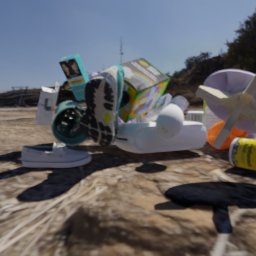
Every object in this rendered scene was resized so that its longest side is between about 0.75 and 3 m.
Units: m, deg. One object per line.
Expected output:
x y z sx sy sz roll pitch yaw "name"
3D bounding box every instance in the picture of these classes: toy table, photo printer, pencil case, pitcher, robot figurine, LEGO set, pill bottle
2.462 -0.468 6.044 1.987 1.827 1.164 21 27 20 "toy table"
0.879 0.277 9.438 2.692 0.935 2.240 -3 3 -20 "photo printer"
-0.931 -0.938 11.020 1.178 2.807 1.200 -33 -29 -3 "pencil case"
1.158 -0.229 8.128 1.077 0.761 1.255 -38 17 46 "pitcher"
3.305 0.194 9.445 0.932 1.150 1.598 36 -31 -7 "robot figurine"
-1.094 -0.607 9.086 1.806 2.782 0.788 -20 -15 19 "LEGO set"
3.288 0.695 6.927 0.758 0.758 1.363 -6 9 -42 "pill bottle"

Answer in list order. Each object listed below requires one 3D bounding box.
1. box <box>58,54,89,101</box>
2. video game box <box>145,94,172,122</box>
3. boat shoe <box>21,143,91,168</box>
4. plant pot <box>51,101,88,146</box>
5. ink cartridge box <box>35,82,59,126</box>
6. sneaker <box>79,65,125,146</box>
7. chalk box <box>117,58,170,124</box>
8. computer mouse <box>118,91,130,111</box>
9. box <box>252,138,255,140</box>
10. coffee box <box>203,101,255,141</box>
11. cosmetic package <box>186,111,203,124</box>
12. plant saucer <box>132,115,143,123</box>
-1.495 -1.473 8.272 0.548 1.332 0.327 -9 36 17 "box"
1.094 -0.708 10.132 0.225 0.874 0.959 31 -28 -23 "video game box"
-1.893 0.678 7.435 1.801 0.592 0.648 1 13 -5 "boat shoe"
-2.207 -0.313 10.830 1.534 1.534 1.502 -2 22 -16 "plant pot"
-2.782 -0.880 9.601 0.490 1.456 0.853 11 11 -25 "ink cartridge box"
-0.564 -0.474 7.430 1.038 2.678 1.067 29 49 7 "sneaker"
0.353 -1.366 9.448 1.357 1.350 2.180 43 44 21 "chalk box"
-0.553 -0.803 8.414 1.221 0.857 0.281 -43 2 20 "computer mouse"
4.846 0.614 9.270 1.539 0.389 2.153 6 10 41 "box"
4.209 -0.411 11.412 1.934 1.913 1.931 3 7 27 "coffee box"
3.617 -0.330 14.690 1.025 1.026 1.243 3 7 17 "cosmetic package"
0.072 -0.335 12.130 1.177 1.177 0.295 -1 -6 -8 "plant saucer"
